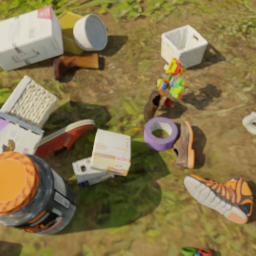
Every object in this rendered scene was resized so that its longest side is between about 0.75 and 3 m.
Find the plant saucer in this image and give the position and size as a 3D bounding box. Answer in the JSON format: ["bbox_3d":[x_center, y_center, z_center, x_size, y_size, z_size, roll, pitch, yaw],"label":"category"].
[{"bbox_3d":[-2.845,-4.841,13.804,2.542,0.616,2.542,25,58,17],"label":"plant saucer"}]

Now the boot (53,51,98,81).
[{"bbox_3d":[-2.272,-2.685,12.362,1.903,0.651,1.791,5,45,-5],"label":"boot"}]

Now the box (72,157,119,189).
[{"bbox_3d":[-1.070,1.380,9.334,1.396,0.420,0.814,-15,55,-11],"label":"box"}]

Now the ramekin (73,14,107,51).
[{"bbox_3d":[-1.761,-4.295,12.832,0.832,1.585,1.585,-1,48,34],"label":"ramekin"}]

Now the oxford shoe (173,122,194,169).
[{"bbox_3d":[1.909,0.543,9.834,0.667,0.652,1.830,0,54,6],"label":"oxford shoe"}]

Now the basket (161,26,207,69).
[{"bbox_3d":[2.407,-3.505,12.444,1.500,1.206,1.487,-22,57,-17],"label":"basket"}]

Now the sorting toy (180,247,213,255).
[{"bbox_3d":[1.896,3.594,7.746,0.894,0.537,0.367,3,88,11],"label":"sorting toy"}]

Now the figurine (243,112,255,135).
[{"bbox_3d":[5.724,-0.219,10.335,2.130,0.940,2.183,-33,59,-31],"label":"figurine"}]

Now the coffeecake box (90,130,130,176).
[{"bbox_3d":[-0.527,0.752,8.809,1.115,0.531,1.452,13,31,-7],"label":"coffeecake box"}]

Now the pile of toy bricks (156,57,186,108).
[{"bbox_3d":[1.696,-1.449,10.356,1.138,2.051,1.013,7,29,-32],"label":"pile of toy bricks"}]

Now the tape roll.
[{"bbox_3d":[1.169,0.212,10.152,1.162,0.494,1.162,0,54,0],"label":"tape roll"}]

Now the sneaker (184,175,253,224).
[{"bbox_3d":[2.880,1.926,8.794,2.152,0.835,1.206,34,56,11],"label":"sneaker"}]

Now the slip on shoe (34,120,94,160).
[{"bbox_3d":[-2.234,0.415,9.890,2.473,0.916,0.757,-30,91,-25],"label":"slip on shoe"}]

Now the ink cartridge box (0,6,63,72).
[{"bbox_3d":[-4.450,-3.935,12.367,2.821,1.168,2.067,-15,58,6],"label":"ink cartridge box"}]

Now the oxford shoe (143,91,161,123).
[{"bbox_3d":[0.874,-0.728,10.205,0.443,1.220,0.515,10,17,-17],"label":"oxford shoe"}]

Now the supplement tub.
[{"bbox_3d":[-2.563,1.778,7.368,1.766,2.882,1.766,-3,63,6],"label":"supplement tub"}]

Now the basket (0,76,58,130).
[{"bbox_3d":[-3.446,-0.459,9.506,1.285,1.412,2.082,33,76,-11],"label":"basket"}]

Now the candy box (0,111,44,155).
[{"bbox_3d":[-3.670,0.434,8.325,1.797,0.643,1.508,26,96,-13],"label":"candy box"}]
